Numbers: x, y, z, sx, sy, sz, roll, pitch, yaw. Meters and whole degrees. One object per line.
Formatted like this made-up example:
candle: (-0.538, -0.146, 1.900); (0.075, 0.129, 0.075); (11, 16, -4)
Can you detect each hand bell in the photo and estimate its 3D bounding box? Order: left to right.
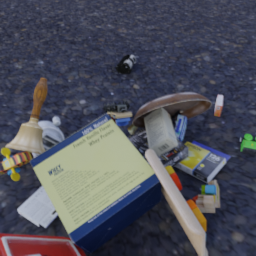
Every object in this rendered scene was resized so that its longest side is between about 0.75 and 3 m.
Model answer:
hand bell: (-2.804, -0.402, 8.454); (1.188, 1.188, 2.281); (9, 80, 10)

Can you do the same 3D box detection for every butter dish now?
butter dish: (-2.005, 3.731, 5.829); (2.779, 2.060, 2.787); (25, 5, -41)

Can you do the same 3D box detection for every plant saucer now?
plant saucer: (1.537, -0.645, 10.193); (2.904, 2.904, 0.466); (-9, 76, -10)

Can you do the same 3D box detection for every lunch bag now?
lunch bag: (1.968, 0.056, 10.728); (0.410, 0.800, 0.995); (13, 68, 16)

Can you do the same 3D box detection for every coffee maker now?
coffee maker: (-0.197, -3.423, 14.977); (1.039, 0.728, 1.081); (12, 41, 14)

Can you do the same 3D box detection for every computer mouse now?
computer mouse: (1.741, -0.246, 10.507); (0.304, 0.928, 1.321); (46, 13, -4)

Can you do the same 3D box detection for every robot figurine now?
robot figurine: (-2.924, 0.374, 10.006); (1.702, 1.134, 2.007); (-56, 24, -5)

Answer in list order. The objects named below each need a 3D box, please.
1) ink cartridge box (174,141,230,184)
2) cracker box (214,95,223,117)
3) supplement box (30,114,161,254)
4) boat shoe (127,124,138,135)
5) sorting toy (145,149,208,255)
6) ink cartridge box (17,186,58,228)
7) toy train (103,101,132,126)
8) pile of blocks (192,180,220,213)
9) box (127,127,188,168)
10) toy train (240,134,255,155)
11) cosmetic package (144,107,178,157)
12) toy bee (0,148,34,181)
ink cartridge box: (2.553, 1.059, 9.945); (1.570, 0.373, 1.588); (25, 50, 37)
cracker box: (3.965, -0.974, 12.265); (0.246, 0.571, 0.852); (11, 42, 13)
supplement box: (-0.827, 1.503, 7.799); (2.555, 1.715, 2.553); (-33, 60, -14)
boat shoe: (0.307, -0.060, 11.162); (0.334, 0.288, 0.914); (-13, 21, 38)
sorting toy: (1.346, 1.953, 7.179); (0.467, 2.558, 2.368); (-29, 51, -2)
ink cartridge box: (-2.525, 2.405, 8.599); (1.211, 0.262, 1.189); (23, 45, 24)
toy train: (-0.385, -0.435, 8.515); (0.499, 0.670, 2.925); (-7, 5, -10)
pile of blocks: (2.176, 1.901, 7.916); (0.627, 2.018, 0.828); (-5, 79, 22)
box: (0.920, 0.729, 10.057); (1.561, 0.493, 1.980); (-29, 42, -21)
toy train: (5.438, 0.830, 10.253); (2.603, 0.543, 0.734); (12, 52, 13)
cosmetic package: (1.092, 0.101, 9.610); (0.840, 0.568, 1.598); (-34, 36, 25)
toy bee: (-3.817, 1.273, 8.790); (1.081, 0.898, 1.652); (42, 96, 13)
